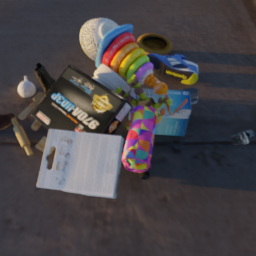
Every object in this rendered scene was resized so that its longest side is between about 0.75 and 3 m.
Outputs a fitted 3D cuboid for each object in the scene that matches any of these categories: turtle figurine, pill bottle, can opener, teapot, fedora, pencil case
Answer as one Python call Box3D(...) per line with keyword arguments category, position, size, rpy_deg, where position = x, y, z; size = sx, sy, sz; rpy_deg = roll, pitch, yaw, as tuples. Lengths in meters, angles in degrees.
Box3D(category="turtle figurine", position=(0.581, -0.803, 8.988), size=(1.876, 2.327, 0.749), rpy_deg=(46, 35, -14))
Box3D(category="pill bottle", position=(0.552, 1.363, 9.620), size=(0.438, 0.438, 0.783), rpy_deg=(-2, 53, -1))
Box3D(category="can opener", position=(3.650, 0.317, 8.883), size=(0.455, 1.362, 0.363), rpy_deg=(-21, 82, 6))
Box3D(category="teapot", position=(-4.309, -1.691, 11.797), size=(0.786, 0.574, 0.775), rpy_deg=(32, 60, 21))
Box3D(category="fedora", position=(1.209, -3.774, 13.264), size=(1.704, 0.695, 1.704), rpy_deg=(5, 52, -6))
Box3D(category="pill bottle", position=(-1.298, -0.740, 9.822), size=(1.584, 1.584, 2.774), rpy_deg=(39, 89, 25))
Box3D(category="pencil case", position=(0.323, 0.269, 7.807), size=(0.842, 0.842, 1.906), rpy_deg=(7, 53, 5))
Box3D(category="can opener", position=(1.411, -1.138, 10.851), size=(2.569, 0.859, 0.685), rpy_deg=(-8, 55, 12))

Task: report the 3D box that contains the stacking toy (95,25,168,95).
Box3D(category="stacking toy", position=(0.317, -2.087, 9.777), size=(2.777, 1.524, 1.612), rpy_deg=(43, 58, 12))

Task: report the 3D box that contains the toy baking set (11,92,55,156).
Box3D(category="toy baking set", position=(-3.326, -0.131, 10.750), size=(2.087, 0.316, 2.719), rpy_deg=(-27, 67, -28))

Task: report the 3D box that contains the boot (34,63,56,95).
Box3D(category="boot", position=(-3.195, -1.662, 10.832), size=(0.696, 1.243, 1.798), rpy_deg=(-31, 36, -1))

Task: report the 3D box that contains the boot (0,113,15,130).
Box3D(category="boot", position=(-5.095, -0.423, 10.425), size=(1.520, 1.264, 0.550), rpy_deg=(-27, 58, -18))

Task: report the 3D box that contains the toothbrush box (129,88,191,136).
Box3D(category="toothbrush box", position=(1.105, -0.560, 10.326), size=(2.156, 1.579, 0.920), rpy_deg=(5, 52, 3))

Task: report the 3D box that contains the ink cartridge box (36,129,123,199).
Box3D(category="ink cartridge box", position=(-1.126, 0.861, 6.908), size=(1.867, 0.533, 1.518), rpy_deg=(5, 72, 9))

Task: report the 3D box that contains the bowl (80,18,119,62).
Box3D(category="bowl", position=(-0.943, -3.930, 12.098), size=(2.099, 0.985, 2.099), rpy_deg=(5, 79, -26))

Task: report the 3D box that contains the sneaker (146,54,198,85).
Box3D(category="sneaker", position=(1.949, -2.752, 12.414), size=(2.478, 0.916, 1.019), rpy_deg=(22, 57, 6))

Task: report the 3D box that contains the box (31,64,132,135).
Box3D(category="box", position=(-1.466, -0.504, 8.531), size=(2.637, 0.607, 2.096), rpy_deg=(36, 89, 30))
